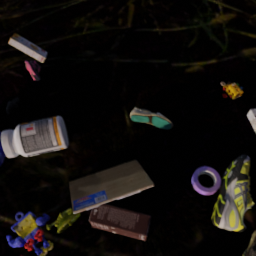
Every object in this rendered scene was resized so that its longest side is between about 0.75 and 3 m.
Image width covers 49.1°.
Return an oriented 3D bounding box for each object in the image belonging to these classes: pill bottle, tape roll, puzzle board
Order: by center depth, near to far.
[{"bbox_3d":[-0.644,1.927,9.378,2.591,0.225,1.953,-18,20,-10],"label":"puzzle board"},{"bbox_3d":[2.774,1.883,9.973,0.963,0.316,0.963,0,60,0],"label":"tape roll"},{"bbox_3d":[-3.396,0.373,10.340,2.166,1.261,1.261,-12,60,-7],"label":"pill bottle"}]

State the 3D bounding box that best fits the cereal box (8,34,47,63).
[{"bbox_3d":[-2.756,-2.217,7.779,0.996,0.197,0.716,28,19,-24],"label":"cereal box"}]

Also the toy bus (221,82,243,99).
[{"bbox_3d":[4.479,-1.699,12.038,0.930,0.480,0.877,14,60,8],"label":"toy bus"}]

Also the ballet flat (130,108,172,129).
[{"bbox_3d":[0.962,-0.429,11.253,1.755,0.610,0.610,15,60,9],"label":"ballet flat"}]

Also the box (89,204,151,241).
[{"bbox_3d":[-0.251,2.999,8.952,1.847,0.925,0.692,10,59,7],"label":"box"}]

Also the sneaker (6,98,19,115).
[{"bbox_3d":[-4.815,-0.907,11.701,0.408,0.235,0.783,-7,56,1],"label":"sneaker"}]

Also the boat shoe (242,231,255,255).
[{"bbox_3d":[3.940,3.929,8.558,0.671,0.617,1.879,28,63,16],"label":"boat shoe"}]

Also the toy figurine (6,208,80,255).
[{"bbox_3d":[-2.970,3.027,8.742,2.535,1.337,1.519,-42,60,-18],"label":"toy figurine"}]

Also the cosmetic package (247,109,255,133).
[{"bbox_3d":[5.299,-0.214,11.156,0.627,0.451,1.112,-11,59,-9],"label":"cosmetic package"}]

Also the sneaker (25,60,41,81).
[{"bbox_3d":[-4.188,-2.644,12.665,0.592,0.490,1.241,-23,62,-26],"label":"sneaker"}]

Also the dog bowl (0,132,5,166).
[{"bbox_3d":[-5.923,0.763,10.227,2.616,1.030,2.616,0,59,0],"label":"dog bowl"}]

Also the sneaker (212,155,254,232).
[{"bbox_3d":[3.698,2.199,9.499,1.021,1.007,2.671,24,72,6],"label":"sneaker"}]
